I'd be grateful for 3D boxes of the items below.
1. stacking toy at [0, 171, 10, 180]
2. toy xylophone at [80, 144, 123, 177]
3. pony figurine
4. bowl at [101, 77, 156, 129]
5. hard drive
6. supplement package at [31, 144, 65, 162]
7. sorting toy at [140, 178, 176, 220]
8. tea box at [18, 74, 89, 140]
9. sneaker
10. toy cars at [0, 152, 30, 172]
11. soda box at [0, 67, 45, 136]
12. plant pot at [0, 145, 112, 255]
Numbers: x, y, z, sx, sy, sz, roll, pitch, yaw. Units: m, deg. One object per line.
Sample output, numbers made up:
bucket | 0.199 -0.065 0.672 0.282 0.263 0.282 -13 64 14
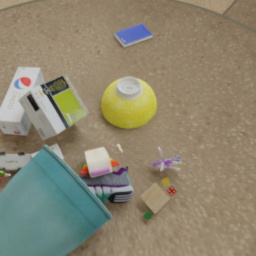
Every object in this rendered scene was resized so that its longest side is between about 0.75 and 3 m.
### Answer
stacking toy | -4.618 1.563 9.742 0.762 0.842 0.356 -20 68 5
toy xylophone | -0.887 1.071 9.672 1.490 2.035 0.511 -12 100 -1
pony figurine | 1.361 1.238 9.965 1.046 1.010 0.871 0 54 4
bowl | 0.036 -1.318 11.630 2.423 1.304 2.423 0 55 -1
hard drive | 0.273 -4.903 14.795 1.687 0.214 1.113 -24 58 -16
supplement package | -2.855 1.221 10.183 0.984 0.741 0.747 -24 58 -16
sorting toy | 0.931 2.361 9.546 1.530 0.259 0.737 -40 83 -18
tea box | -2.749 -0.785 10.512 1.761 1.196 1.790 -36 102 -42
sneaker | -1.321 1.873 9.468 2.922 1.087 1.279 3 50 -15
toy cars | -4.739 1.717 9.899 2.767 0.613 1.241 -43 97 -28
soda box | -4.429 -1.192 11.746 1.021 0.954 2.998 4 55 3
plant pot | -2.480 2.535 8.088 2.999 2.999 2.818 39 70 24
